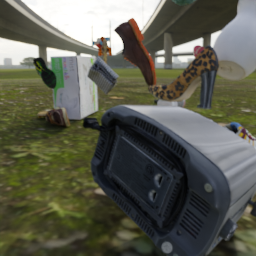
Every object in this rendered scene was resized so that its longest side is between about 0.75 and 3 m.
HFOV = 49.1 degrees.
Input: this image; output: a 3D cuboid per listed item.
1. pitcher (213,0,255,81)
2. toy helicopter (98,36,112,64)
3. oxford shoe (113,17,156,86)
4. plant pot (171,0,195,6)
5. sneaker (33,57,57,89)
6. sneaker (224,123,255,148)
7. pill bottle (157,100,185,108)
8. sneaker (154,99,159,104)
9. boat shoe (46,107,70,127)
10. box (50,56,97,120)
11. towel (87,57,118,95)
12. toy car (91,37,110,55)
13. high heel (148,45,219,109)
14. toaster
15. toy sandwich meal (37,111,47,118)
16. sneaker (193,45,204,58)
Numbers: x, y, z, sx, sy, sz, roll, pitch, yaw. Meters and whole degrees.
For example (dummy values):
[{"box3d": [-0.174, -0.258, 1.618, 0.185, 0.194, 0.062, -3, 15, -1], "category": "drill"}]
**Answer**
[{"box3d": [3.664, -2.592, 8.885, 1.482, 2.445, 2.097, 15, -20, 35], "category": "pitcher"}, {"box3d": [-0.940, -3.034, 11.183, 0.523, 0.877, 1.326, -3, -18, -6], "category": "toy helicopter"}, {"box3d": [0.289, -2.723, 10.710, 0.972, 2.680, 0.954, -26, 18, -2], "category": "oxford shoe"}, {"box3d": [1.343, -3.360, 6.646, 0.869, 0.869, 0.582, 2, 27, 9], "category": "plant pot"}, {"box3d": [-3.600, -2.358, 12.301, 0.602, 1.544, 0.658, -28, -11, -16], "category": "sneaker"}, {"box3d": [3.196, 0.354, 7.793, 2.315, 1.043, 0.867, -7, 15, -29], "category": "sneaker"}, {"box3d": [2.254, -1.267, 14.761, 1.003, 1.003, 1.762, 7, 15, 29], "category": "pill bottle"}, {"box3d": [2.092, -1.742, 18.457, 0.401, 0.335, 0.883, 23, 32, 37], "category": "sneaker"}, {"box3d": [-3.089, -0.434, 11.957, 0.819, 0.821, 2.276, -19, 19, -21], "category": "boat shoe"}, {"box3d": [-2.574, -2.075, 13.994, 1.422, 2.941, 2.595, 2, 14, 13], "category": "box"}, {"box3d": [-0.976, -1.889, 10.520, 0.576, 1.114, 1.345, -46, 3, -15], "category": "towel"}, {"box3d": [-1.235, -3.891, 13.468, 0.737, 0.799, 0.707, 10, 44, 37], "category": "toy car"}, {"box3d": [1.591, -1.633, 8.509, 0.869, 1.736, 2.435, -11, 21, -43], "category": "high heel"}, {"box3d": [0.732, 0.603, 4.691, 1.887, 1.660, 2.922, -6, 31, -44], "category": "toaster"}, {"box3d": [-3.991, -0.610, 13.640, 0.849, 0.291, 0.849, -3, 15, 1], "category": "toy sandwich meal"}, {"box3d": [3.414, -3.112, 13.143, 0.659, 1.635, 0.611, -35, 27, -5], "category": "sneaker"}]
